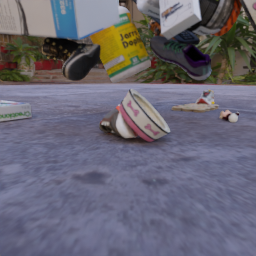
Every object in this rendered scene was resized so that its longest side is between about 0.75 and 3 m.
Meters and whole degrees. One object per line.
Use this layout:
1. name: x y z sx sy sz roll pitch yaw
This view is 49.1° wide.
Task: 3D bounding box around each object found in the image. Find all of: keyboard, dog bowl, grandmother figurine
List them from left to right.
1. dog bowl: 0.328 -0.239 6.193 0.475 1.287 1.287 -42 2 14
2. keyboard: 1.251 -3.633 8.841 1.406 0.535 2.700 -17 60 -44
3. grandmother figurine: 3.310 -0.375 9.093 0.606 0.303 0.999 -25 10 11
4. dog bowl: 3.310 -3.012 6.762 0.801 2.172 2.172 -25 -5 33

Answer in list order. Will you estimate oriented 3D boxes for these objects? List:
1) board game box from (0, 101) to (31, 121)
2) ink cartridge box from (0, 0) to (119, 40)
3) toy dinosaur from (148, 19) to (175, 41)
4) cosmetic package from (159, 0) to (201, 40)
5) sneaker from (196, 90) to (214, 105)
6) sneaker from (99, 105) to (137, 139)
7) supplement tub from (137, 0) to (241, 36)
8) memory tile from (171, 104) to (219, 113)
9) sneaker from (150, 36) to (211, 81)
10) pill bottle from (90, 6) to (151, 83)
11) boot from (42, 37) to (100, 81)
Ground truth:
1. board game box: -4.883 -0.471 8.879 1.855 0.509 2.938 9 14 38
2. ink cartridge box: -1.648 -2.709 6.185 2.392 1.001 1.735 12 35 23
3. toy dinosaur: 1.754 -3.575 10.530 1.798 2.649 1.353 -40 -22 11
4. cosmetic package: 0.925 -2.187 5.126 0.702 0.931 0.241 -21 -32 36
5. sneaker: 3.712 -1.466 13.499 0.702 0.741 1.803 5 13 26
6. sneaker: -0.296 -0.033 6.780 0.795 0.748 1.942 -27 10 3
7. supplement tub: 1.471 -3.119 6.759 2.257 1.382 1.382 14 6 -18
8. memory tile: 2.892 -0.873 11.946 1.466 0.161 1.913 9 14 38
9. sneaker: 1.686 -2.515 8.951 2.352 0.875 1.029 36 -13 20
10. pill bottle: -0.447 -3.208 9.941 1.622 2.877 1.622 -24 9 4
11. boot: -1.350 -1.567 6.097 1.121 0.545 1.489 18 40 10
